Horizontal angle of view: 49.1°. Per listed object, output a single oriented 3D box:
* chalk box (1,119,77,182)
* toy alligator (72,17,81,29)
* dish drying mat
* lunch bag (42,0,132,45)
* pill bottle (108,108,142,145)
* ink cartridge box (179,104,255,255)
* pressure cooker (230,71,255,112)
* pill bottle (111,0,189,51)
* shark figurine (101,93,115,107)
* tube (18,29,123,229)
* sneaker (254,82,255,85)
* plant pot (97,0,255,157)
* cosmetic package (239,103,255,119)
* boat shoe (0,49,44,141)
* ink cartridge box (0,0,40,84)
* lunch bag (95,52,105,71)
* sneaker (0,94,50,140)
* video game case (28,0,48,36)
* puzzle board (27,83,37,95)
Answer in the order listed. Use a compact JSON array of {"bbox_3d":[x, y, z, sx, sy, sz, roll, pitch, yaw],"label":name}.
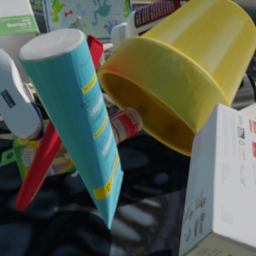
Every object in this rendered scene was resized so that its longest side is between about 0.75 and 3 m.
[{"bbox_3d":[-2.456,0.571,7.625,1.911,1.183,1.189,-10,34,-16],"label":"chalk box"},{"bbox_3d":[-1.801,-2.007,7.100,0.528,1.946,0.577,23,26,-13],"label":"toy alligator"},{"bbox_3d":[-1.110,-0.084,4.642,0.265,2.908,1.117,26,11,-5],"label":"dish drying mat"},{"bbox_3d":[-1.358,-3.924,9.457,2.918,2.345,1.203,-9,12,-8],"label":"lunch bag"},{"bbox_3d":[-0.260,0.024,6.222,1.098,0.616,0.616,-30,43,-30],"label":"pill bottle"},{"bbox_3d":[1.769,0.914,3.662,1.829,0.873,2.083,22,45,0],"label":"ink cartridge box"},{"bbox_3d":[2.216,-0.674,8.560,2.662,2.378,2.341,-9,3,-13],"label":"pressure cooker"},{"bbox_3d":[0.978,-2.747,7.830,2.749,1.553,1.553,-12,26,27],"label":"pill bottle"},{"bbox_3d":[-1.799,-1.229,10.643,2.437,1.017,1.456,-10,33,-19],"label":"shark figurine"},{"bbox_3d":[-0.420,0.130,3.083,0.581,2.304,0.892,2,44,19],"label":"tube"},{"bbox_3d":[5.464,-1.451,11.136,0.878,0.817,2.034,-19,38,-29],"label":"sneaker"},{"bbox_3d":[1.211,-1.212,5.940,2.789,2.789,2.623,31,78,39],"label":"plant pot"},{"bbox_3d":[2.733,-0.004,5.894,0.663,0.804,0.663,-26,16,-8],"label":"cosmetic package"},{"bbox_3d":[-1.881,-0.539,4.581,0.622,0.588,1.734,-34,78,-7],"label":"boat shoe"},{"bbox_3d":[-3.243,-2.840,7.851,1.182,1.963,2.702,-17,66,-18],"label":"ink cartridge box"},{"bbox_3d":[-1.901,-3.443,14.105,1.200,0.997,1.431,-9,32,9],"label":"lunch bag"},{"bbox_3d":[-3.365,-0.413,9.084,2.201,1.252,0.831,-9,34,-14],"label":"sneaker"},{"bbox_3d":[-2.962,-4.348,10.221,2.497,2.270,0.292,10,3,1],"label":"video game case"},{"bbox_3d":[-3.155,-1.662,11.970,2.814,0.245,2.121,-13,35,-20],"label":"puzzle board"}]
